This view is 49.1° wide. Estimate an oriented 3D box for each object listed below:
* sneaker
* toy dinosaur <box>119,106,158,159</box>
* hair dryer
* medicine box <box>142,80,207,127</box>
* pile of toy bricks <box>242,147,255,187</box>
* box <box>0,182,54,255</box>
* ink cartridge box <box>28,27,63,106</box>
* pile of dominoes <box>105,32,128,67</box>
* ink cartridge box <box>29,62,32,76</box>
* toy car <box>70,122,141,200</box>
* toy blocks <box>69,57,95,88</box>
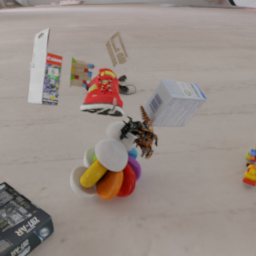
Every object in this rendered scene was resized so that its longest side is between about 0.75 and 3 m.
[{"bbox_3d":[-0.657,-0.965,7.226,1.038,1.144,2.695,8,12,-12],"label":"sneaker"},{"bbox_3d":[0.366,0.120,8.207,1.074,0.808,1.582,10,42,-19],"label":"toy dinosaur"},{"bbox_3d":[-1.064,-2.479,15.643,2.716,0.738,2.068,-10,34,-14],"label":"hair dryer"},{"bbox_3d":[1.411,-0.710,8.673,1.445,1.316,0.744,0,51,-33],"label":"medicine box"},{"bbox_3d":[4.874,0.914,9.556,1.491,1.327,2.688,18,36,27],"label":"pile of toy bricks"},{"bbox_3d":[-3.743,2.804,7.155,2.288,0.622,2.857,22,38,31],"label":"box"},{"bbox_3d":[-3.001,-2.157,10.245,0.666,2.643,1.440,6,2,-38],"label":"ink cartridge box"},{"bbox_3d":[-0.484,-3.487,12.563,1.010,1.295,0.206,-23,-4,42],"label":"pile of dominoes"},{"bbox_3d":[-4.000,-2.513,12.599,0.821,0.723,0.184,8,-7,-34],"label":"ink cartridge box"},{"bbox_3d":[-0.444,1.209,8.797,1.858,2.168,2.478,39,32,-7],"label":"toy car"},{"bbox_3d":[-1.929,-2.249,11.758,0.953,1.393,0.696,6,34,-11],"label":"toy blocks"}]
